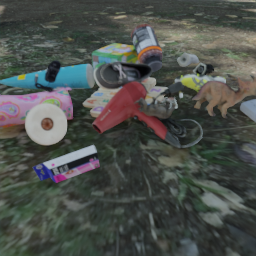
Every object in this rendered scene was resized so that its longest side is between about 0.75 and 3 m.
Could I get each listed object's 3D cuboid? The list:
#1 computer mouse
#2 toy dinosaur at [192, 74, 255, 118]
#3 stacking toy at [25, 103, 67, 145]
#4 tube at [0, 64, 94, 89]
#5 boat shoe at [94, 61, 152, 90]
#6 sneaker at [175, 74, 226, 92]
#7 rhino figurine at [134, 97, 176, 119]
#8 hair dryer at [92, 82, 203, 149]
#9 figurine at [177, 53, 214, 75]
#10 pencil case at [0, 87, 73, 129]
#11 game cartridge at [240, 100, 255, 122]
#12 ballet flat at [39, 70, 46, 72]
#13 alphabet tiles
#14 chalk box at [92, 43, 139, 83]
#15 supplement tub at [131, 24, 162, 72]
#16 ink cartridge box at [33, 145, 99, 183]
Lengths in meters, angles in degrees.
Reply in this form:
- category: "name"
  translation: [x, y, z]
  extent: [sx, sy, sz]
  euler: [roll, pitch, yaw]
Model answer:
- category: "computer mouse"
  translation: [-1.873, -1.218, 6.407]
  extent: [0.529, 0.753, 0.173]
  euler: [7, 18, -44]
- category: "toy dinosaur"
  translation: [2.656, -1.025, 8.001]
  extent: [1.914, 1.297, 0.821]
  euler: [8, 18, -16]
- category: "stacking toy"
  translation: [-2.249, -0.078, 7.182]
  extent: [1.003, 1.003, 1.373]
  euler: [-22, 11, -32]
- category: "tube"
  translation: [-2.462, -1.449, 8.563]
  extent: [2.807, 0.707, 1.087]
  euler: [-4, -5, 11]
- category: "boat shoe"
  translation: [-0.078, -1.642, 8.265]
  extent: [0.692, 0.811, 2.427]
  euler: [-26, -3, 32]
- category: "sneaker"
  translation: [2.440, -1.453, 9.451]
  extent: [1.740, 0.665, 0.656]
  euler: [4, 7, -4]
- category: "rhino figurine"
  translation: [0.647, -0.504, 7.043]
  extent: [1.086, 0.475, 0.325]
  euler: [10, 23, -22]
- category: "hair dryer"
  translation: [0.413, -0.392, 7.369]
  extent: [2.765, 0.751, 2.106]
  euler: [-9, 53, 0]
- category: "figurine"
  translation: [2.766, -2.553, 11.231]
  extent: [1.280, 0.551, 1.249]
  euler: [40, 31, 22]
- category: "pencil case"
  translation: [-2.705, -0.574, 7.874]
  extent: [2.310, 1.010, 1.010]
  euler: [-10, 33, -18]
- category: "game cartridge"
  translation: [4.410, -0.534, 8.487]
  extent: [1.763, 0.357, 1.175]
  euler: [-6, 35, -11]
- category: "ballet flat"
  translation: [-3.274, -2.063, 10.946]
  extent: [0.415, 0.415, 1.118]
  euler: [25, 39, 35]
- category: "alphabet tiles"
  translation: [-0.083, -1.035, 9.012]
  extent: [2.482, 0.185, 2.538]
  euler: [7, 37, 26]
- category: "chalk box"
  translation: [-0.541, -2.333, 10.582]
  extent: [1.212, 1.218, 1.957]
  euler: [17, 36, 26]
- category: "supplement tub"
  translation: [0.711, -2.844, 10.107]
  extent: [0.886, 0.886, 1.656]
  euler: [-9, 66, -14]
- category: "ink cartridge box"
  translation: [-1.176, 0.753, 5.486]
  extent: [1.210, 0.573, 0.224]
  euler: [-18, 55, -11]
